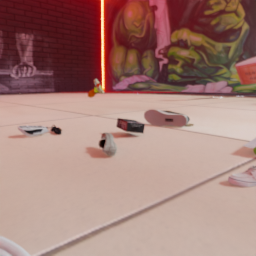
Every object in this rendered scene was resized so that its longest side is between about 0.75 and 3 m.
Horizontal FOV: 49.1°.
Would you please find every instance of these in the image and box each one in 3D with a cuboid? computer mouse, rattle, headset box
[{"bbox_3d":[-3.907,0.145,12.336,1.899,0.417,1.041,-1,13,-38],"label":"computer mouse"},{"bbox_3d":[-1.552,-1.740,12.422,0.840,0.766,1.176,-12,9,4],"label":"rattle"},{"bbox_3d":[0.116,-0.085,12.168,0.866,0.450,1.164,6,7,-26],"label":"headset box"}]

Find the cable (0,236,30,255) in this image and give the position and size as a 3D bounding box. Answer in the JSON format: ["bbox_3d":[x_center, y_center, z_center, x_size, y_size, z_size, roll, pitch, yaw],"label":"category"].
[{"bbox_3d":[-2.029,1.745,1.840,2.932,1.015,2.932,-5,12,-34],"label":"cable"}]

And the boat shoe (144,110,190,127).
[{"bbox_3d":[2.017,-0.490,14.697,2.382,0.842,0.759,11,14,23],"label":"boat shoe"}]

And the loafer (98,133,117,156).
[{"bbox_3d":[-0.751,0.487,9.416,0.497,0.498,1.425,14,13,-20],"label":"loafer"}]

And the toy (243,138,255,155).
[{"bbox_3d":[4.681,0.647,9.506,0.992,0.407,1.723,13,17,41],"label":"toy"}]

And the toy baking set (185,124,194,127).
[{"bbox_3d":[2.998,-0.155,14.772,0.883,0.103,0.678,-2,8,-12],"label":"toy baking set"}]

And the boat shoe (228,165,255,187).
[{"bbox_3d":[3.074,1.116,6.772,1.385,0.453,0.509,-2,11,-12],"label":"boat shoe"}]
